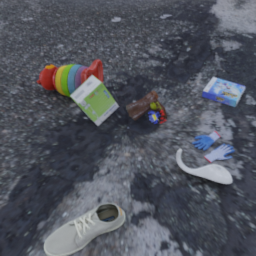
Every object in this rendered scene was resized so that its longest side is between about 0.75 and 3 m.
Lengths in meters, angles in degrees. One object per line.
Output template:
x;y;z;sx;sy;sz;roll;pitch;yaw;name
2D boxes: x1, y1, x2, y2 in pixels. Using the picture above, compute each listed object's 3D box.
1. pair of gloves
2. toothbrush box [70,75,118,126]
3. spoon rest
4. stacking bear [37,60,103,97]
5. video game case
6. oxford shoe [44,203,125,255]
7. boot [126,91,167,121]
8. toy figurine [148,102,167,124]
2.849;0.637;9.361;1.067;0.151;1.327;-25;47;-15;pair of gloves
-1.174;-0.944;10.016;1.091;1.498;0.645;-44;52;-5;toothbrush box
2.259;1.253;8.478;1.783;0.540;0.886;25;19;20;spoon rest
-2.476;-1.987;11.511;2.558;1.454;1.553;8;35;19;stacking bear
4.031;-1.543;11.826;1.429;0.325;1.296;22;47;23;video game case
-1.073;2.480;7.021;2.153;0.622;0.809;-20;48;-19;oxford shoe
0.677;-0.559;10.378;1.339;1.248;0.430;-34;10;-15;boot
0.943;-0.451;10.010;0.510;0.852;0.449;-34;16;-32;toy figurine
